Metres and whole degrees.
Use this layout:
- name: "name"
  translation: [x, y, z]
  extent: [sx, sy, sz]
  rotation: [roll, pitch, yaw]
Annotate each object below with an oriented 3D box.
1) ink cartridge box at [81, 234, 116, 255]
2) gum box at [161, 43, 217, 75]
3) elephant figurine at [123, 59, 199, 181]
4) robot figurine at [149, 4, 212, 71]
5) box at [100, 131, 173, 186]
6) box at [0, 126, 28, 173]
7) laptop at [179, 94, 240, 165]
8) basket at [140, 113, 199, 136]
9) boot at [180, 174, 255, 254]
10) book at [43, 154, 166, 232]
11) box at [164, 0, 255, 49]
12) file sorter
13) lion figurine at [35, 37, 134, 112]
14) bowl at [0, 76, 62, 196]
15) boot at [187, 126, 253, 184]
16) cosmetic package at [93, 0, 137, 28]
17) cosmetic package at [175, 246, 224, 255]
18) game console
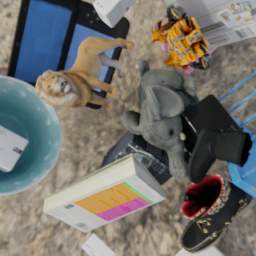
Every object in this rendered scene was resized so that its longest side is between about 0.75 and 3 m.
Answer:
- name: "ink cartridge box"
  translation: [-0.672, 2.806, 6.376]
  extent: [0.687, 0.950, 0.400]
  rotation: [39, 68, 10]
- name: "gum box"
  translation: [2.508, -3.237, 9.971]
  extent: [2.525, 0.835, 1.433]
  rotation: [-44, 86, -5]
- name: "elephant figurine"
  translation: [0.785, -0.318, 6.930]
  extent: [1.970, 1.797, 2.539]
  rotation: [10, 41, 22]
- name: "robot figurine"
  translation: [1.280, -2.150, 7.187]
  extent: [0.714, 2.453, 1.778]
  rotation: [-34, 103, 3]
- name: "box"
  translation: [0.278, 0.982, 7.739]
  extent: [1.524, 0.961, 1.550]
  rotation: [36, 120, -12]
- name: "box"
  translation: [-3.128, 0.418, 6.511]
  extent: [1.193, 1.199, 0.784]
  rotation: [33, 65, -20]
- name: "laptop"
  translation: [1.854, 0.158, 7.039]
  extent: [0.768, 1.488, 1.318]
  rotation: [-19, 66, -31]
- name: "basket"
  translation: [1.326, 0.189, 9.295]
  extent: [2.223, 1.371, 1.507]
  rotation: [-9, 83, 0]
- name: "boot"
  translation: [1.910, 2.169, 6.997]
  extent: [2.527, 1.903, 0.925]
  rotation: [-46, 47, 17]
- name: "book"
  translation: [-0.531, 1.768, 6.846]
  extent: [2.493, 1.666, 0.599]
  rotation: [-27, 43, 16]
- name: "box"
  translation: [2.139, -3.227, 7.068]
  extent: [2.670, 2.082, 0.550]
  rotation: [34, 74, -28]
- name: "file sorter"
  translation: [3.622, 0.249, 7.108]
  extent: [2.037, 2.936, 1.801]
  rotation: [33, 124, -24]
- name: "lion figurine"
  translation: [-0.964, -1.450, 6.812]
  extent: [1.706, 1.010, 2.786]
  rotation: [21, 51, -5]
- name: "bowl"
  translation: [-3.125, 0.253, 6.783]
  extent: [2.718, 1.422, 2.718]
  rotation: [8, 75, -31]
- name: "boot"
  translation: [1.935, 0.615, 5.922]
  extent: [0.510, 1.128, 1.377]
  rotation: [27, 78, -37]
- name: "cosmetic package"
  translation: [-0.157, -2.899, 6.183]
  extent: [0.452, 0.621, 1.222]
  rotation: [44, 93, 10]
- name: "cosmetic package"
  translation: [2.797, 4.705, 8.911]
  extent: [1.299, 1.024, 2.413]
  rotation: [-44, 84, -4]
- name: "game console"
  translation: [-1.536, -1.888, 7.424]
  extent: [2.434, 1.676, 2.824]
  rotation: [21, 112, -3]
